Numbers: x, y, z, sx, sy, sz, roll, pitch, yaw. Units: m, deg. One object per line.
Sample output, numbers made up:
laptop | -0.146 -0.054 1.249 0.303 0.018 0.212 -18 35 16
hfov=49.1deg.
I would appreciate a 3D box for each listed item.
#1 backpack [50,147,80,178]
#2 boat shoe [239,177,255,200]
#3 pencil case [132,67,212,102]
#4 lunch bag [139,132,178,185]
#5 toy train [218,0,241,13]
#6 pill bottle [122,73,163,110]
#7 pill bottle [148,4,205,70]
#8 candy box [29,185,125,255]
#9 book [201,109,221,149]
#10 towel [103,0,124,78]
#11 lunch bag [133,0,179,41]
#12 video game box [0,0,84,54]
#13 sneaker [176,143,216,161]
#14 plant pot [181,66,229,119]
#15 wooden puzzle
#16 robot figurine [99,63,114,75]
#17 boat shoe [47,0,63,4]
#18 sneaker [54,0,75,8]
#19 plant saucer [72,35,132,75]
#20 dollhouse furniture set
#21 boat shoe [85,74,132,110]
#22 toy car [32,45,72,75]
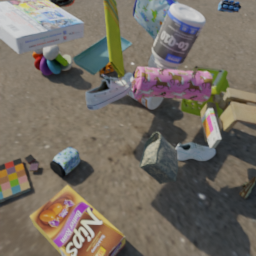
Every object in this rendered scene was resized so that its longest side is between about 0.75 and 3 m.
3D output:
backpack | -2.084 1.120 9.538 0.781 0.736 0.958 27 37 36
boat shoe | 3.845 1.881 8.984 0.333 0.341 0.902 26 51 27
pencil case | 1.281 -1.228 8.088 2.282 0.945 0.987 1 21 -10
lunch bag | 0.864 0.771 7.426 0.646 0.901 1.099 -21 38 40
toy train | 3.660 -4.375 10.114 0.779 0.445 0.338 10 84 -6
pill bottle | 0.565 -1.616 11.847 1.009 1.009 1.799 -36 57 -29
pill bottle | 1.505 -2.800 9.209 1.199 2.108 1.199 14 43 -13
candy box | -1.408 2.867 7.809 2.405 0.679 1.403 33 54 26
book | 2.285 0.019 7.686 0.224 0.622 0.932 -5 64 -3
towel | -0.551 -3.263 9.359 0.269 1.283 2.982 -11 75 16
lunch bag | 1.258 -4.484 10.753 1.414 2.220 1.887 -43 89 -2
video game box | -2.570 -2.807 7.415 1.922 0.494 2.110 -31 56 -33
sneaker | 2.366 0.815 9.826 1.496 0.600 0.526 -3 45 -4
plant pot | 2.671 -1.304 9.680 1.404 1.274 1.397 15 54 29
wooden puzzle | -4.037 1.753 9.219 2.312 0.162 1.371 -20 50 -18
robot figurine | -1.290 -3.237 13.730 1.323 0.531 1.824 -18 48 -17
boat shoe | -2.830 -3.962 9.467 0.863 0.745 2.377 12 65 26
sneaker | -3.109 -5.020 11.066 1.995 0.769 0.817 -19 24 -3
plant saucer | -0.910 -2.857 10.636 1.003 0.272 2.869 33 45 6
dollhouse furniture set | 3.176 -0.266 8.244 1.311 1.609 1.530 10 53 -11
boat shoe | -0.591 -1.253 8.458 0.677 0.781 1.833 19 40 41
toy car | -3.727 -3.201 13.210 1.899 1.662 1.424 31 88 26
